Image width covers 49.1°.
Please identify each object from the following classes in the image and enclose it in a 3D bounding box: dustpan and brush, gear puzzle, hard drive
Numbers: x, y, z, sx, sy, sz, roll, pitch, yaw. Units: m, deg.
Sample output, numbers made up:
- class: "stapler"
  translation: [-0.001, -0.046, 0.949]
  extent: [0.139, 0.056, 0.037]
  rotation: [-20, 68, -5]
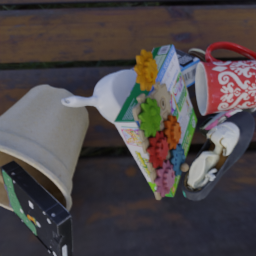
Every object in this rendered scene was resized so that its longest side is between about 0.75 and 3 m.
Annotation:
- class: "dustpan and brush"
  translation: [-0.496, -0.695, 6.824]
  extent: [2.327, 0.666, 1.624]
  rotation: [-2, 72, -48]
- class: "gear puzzle"
  translation: [0.689, -0.117, 5.389]
  extent: [0.372, 2.843, 1.473]
  rotation: [1, 28, 34]
- class: "hard drive"
  translation: [-1.935, 1.752, 5.937]
  extent: [2.025, 1.415, 0.383]
  rotation: [30, 42, 30]

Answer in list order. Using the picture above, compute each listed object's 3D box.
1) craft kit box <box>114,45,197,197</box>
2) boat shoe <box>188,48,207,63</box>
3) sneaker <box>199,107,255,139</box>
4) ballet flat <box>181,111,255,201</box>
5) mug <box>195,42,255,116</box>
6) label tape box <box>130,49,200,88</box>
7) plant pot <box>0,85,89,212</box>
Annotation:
- class: "craft kit box"
  translation: [0.847, -0.157, 6.617]
  extent: [0.622, 2.533, 2.565]
  rotation: [-2, 45, 33]
- class: "boat shoe"
  translation: [2.415, -1.841, 8.599]
  extent: [1.482, 0.547, 0.548]
  rotation: [33, 70, -11]
- class: "sneaker"
  translation: [2.895, -0.490, 8.311]
  extent: [2.241, 0.900, 0.968]
  rotation: [-33, 37, -17]
- class: "ballet flat"
  translation: [1.904, 0.555, 6.059]
  extent: [0.861, 0.861, 2.356]
  rotation: [36, 92, 21]
- class: "mug"
  translation: [2.652, -1.201, 6.569]
  extent: [1.908, 1.694, 1.273]
  rotation: [-5, 13, 3]
- class: "label tape box"
  translation: [0.933, -1.757, 8.529]
  extent: [1.551, 0.716, 2.165]
  rotation: [-32, 41, -10]
- class: "plant pot"
  translation: [-2.170, 0.372, 6.712]
  extent: [2.694, 2.694, 2.466]
  rotation: [13, 48, 8]
